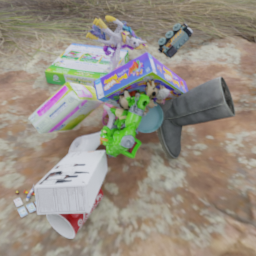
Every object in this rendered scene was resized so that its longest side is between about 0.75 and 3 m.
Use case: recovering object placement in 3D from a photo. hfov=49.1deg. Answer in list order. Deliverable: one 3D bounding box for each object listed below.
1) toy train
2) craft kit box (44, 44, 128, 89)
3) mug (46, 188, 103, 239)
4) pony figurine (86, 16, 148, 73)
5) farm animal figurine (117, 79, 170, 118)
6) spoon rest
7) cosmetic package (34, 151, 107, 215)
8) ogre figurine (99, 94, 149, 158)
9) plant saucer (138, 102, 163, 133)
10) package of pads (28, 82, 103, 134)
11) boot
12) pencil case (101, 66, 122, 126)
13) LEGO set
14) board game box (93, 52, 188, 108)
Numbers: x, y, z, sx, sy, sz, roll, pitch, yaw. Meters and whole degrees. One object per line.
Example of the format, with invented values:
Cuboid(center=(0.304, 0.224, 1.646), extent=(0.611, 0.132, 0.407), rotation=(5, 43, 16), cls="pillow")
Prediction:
Cuboid(center=(1.735, -3.220, 10.358), extent=(1.395, 0.594, 0.795), rotation=(-42, 51, 11), cls="toy train")
Cuboid(center=(-1.758, -2.831, 12.769), extent=(2.967, 0.720, 2.930), rotation=(10, 39, 12), cls="craft kit box")
Cuboid(center=(-1.157, 1.959, 6.940), extent=(1.151, 0.865, 1.296), rotation=(-5, 27, 38), cls="mug")
Cuboid(center=(-0.495, -3.324, 10.813), extent=(2.089, 2.017, 1.740), rotation=(24, 70, -23), cls="pony figurine")
Cuboid(center=(0.482, -0.688, 7.423), extent=(1.311, 1.059, 0.659), rotation=(-17, 67, 17), cls="farm animal figurine")
Cuboid(center=(-1.044, 0.282, 8.300), extent=(1.972, 0.598, 0.980), rotation=(-52, 35, -2), cls="spoon rest")
Cuboid(center=(-1.183, 1.140, 6.581), extent=(1.064, 0.653, 2.579), rotation=(-2, 10, 3), cls="cosmetic package")
Cuboid(center=(-0.089, 0.039, 7.147), extent=(2.131, 1.046, 1.278), rotation=(-13, 54, 51), cls="ogre figurine")
Cuboid(center=(0.519, -0.316, 8.022), extent=(0.965, 0.173, 0.965), rotation=(-1, 80, 4), cls="plant saucer")
Cuboid(center=(-1.786, -0.623, 8.643), extent=(0.734, 1.663, 2.152), rotation=(52, 12, 5), cls="package of pads")
Cuboid(center=(1.899, -0.187, 7.963), extent=(2.247, 2.043, 0.815), rotation=(-14, 15, 29), cls="boot")
Cuboid(center=(-0.242, -1.050, 10.128), extent=(1.170, 1.223, 2.826), rotation=(-31, 32, 29), cls="pencil case")
Cuboid(center=(-2.726, 1.918, 7.548), extent=(0.637, 0.209, 0.853), rotation=(-22, 45, -28), cls="LEGO set")
Cuboid(center=(0.500, -1.129, 8.283), extent=(1.756, 2.612, 0.585), rotation=(-23, 70, 28), cls="board game box")
